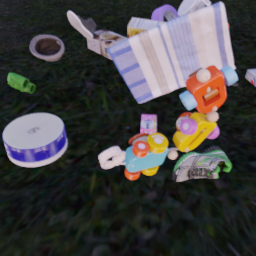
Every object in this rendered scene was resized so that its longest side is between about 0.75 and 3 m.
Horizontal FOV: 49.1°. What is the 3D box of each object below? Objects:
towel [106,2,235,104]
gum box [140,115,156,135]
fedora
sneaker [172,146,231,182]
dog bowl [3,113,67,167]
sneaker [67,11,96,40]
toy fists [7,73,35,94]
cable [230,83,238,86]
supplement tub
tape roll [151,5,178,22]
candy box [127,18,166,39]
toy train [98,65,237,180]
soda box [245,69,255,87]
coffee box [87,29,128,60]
[{"bbox_3d":[1.194,-1.759,7.261,2.936,2.156,0.349,-18,50,14],"label":"towel"},{"bbox_3d":[0.683,-0.071,9.380,0.513,0.299,0.903,3,37,4],"label":"gum box"},{"bbox_3d":[-2.643,-2.562,9.284,1.093,0.494,0.967,3,67,-3],"label":"fedora"},{"bbox_3d":[2.003,1.051,7.560,1.838,0.717,0.783,-16,40,-21],"label":"sneaker"},{"bbox_3d":[-2.801,0.325,8.522,1.797,0.708,1.797,0,38,0],"label":"dog bowl"},{"bbox_3d":[-1.341,-3.128,8.265,0.350,0.991,0.491,-7,50,47],"label":"sneaker"},{"bbox_3d":[-3.162,-1.291,8.205,0.564,1.106,0.380,25,85,2],"label":"toy fists"},{"bbox_3d":[4.195,-1.929,11.896,0.886,0.223,0.430,15,40,19],"label":"cable"},{"bbox_3d":[2.642,-3.806,9.737,1.692,1.037,1.037,29,29,-25],"label":"supplement tub"},{"bbox_3d":[1.540,-4.134,11.173,0.446,1.360,1.360,-3,26,47],"label":"tape roll"},{"bbox_3d":[1.153,-2.724,9.212,2.307,1.346,0.651,12,53,11],"label":"candy box"},{"bbox_3d":[0.440,-0.064,3.202,1.649,1.238,0.459,-34,54,9],"label":"toy train"},{"bbox_3d":[5.522,-2.045,11.901,0.432,0.401,1.265,-7,38,-9],"label":"soda box"},{"bbox_3d":[-1.066,-4.394,14.626,1.202,0.849,2.127,-29,46,-32],"label":"coffee box"}]
